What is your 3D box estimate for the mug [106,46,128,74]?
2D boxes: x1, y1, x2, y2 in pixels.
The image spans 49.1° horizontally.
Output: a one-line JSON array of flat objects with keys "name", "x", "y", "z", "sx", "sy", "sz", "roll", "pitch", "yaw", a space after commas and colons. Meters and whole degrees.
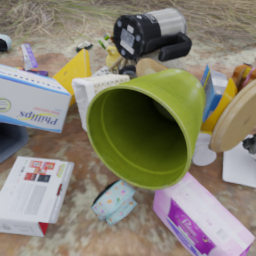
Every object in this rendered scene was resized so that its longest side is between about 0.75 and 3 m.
[{"name": "mug", "x": -0.329, "y": -3.022, "z": 12.491, "sx": 1.234, "sy": 1.503, "sz": 1.204, "roll": 20, "pitch": 40, "yaw": 31}]

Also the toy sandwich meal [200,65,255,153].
[{"name": "toy sandwich meal", "x": 2.974, "y": -0.511, "z": 7.817, "sx": 2.675, "sy": 2.675, "sz": 0.916, "roll": -29, "pitch": 52, "yaw": -26}]

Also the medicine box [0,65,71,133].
[{"name": "medicine box", "x": -3.311, "y": -1.002, "z": 8.836, "sx": 2.279, "sy": 1.288, "sz": 2.502, "roll": 12, "pitch": 13, "yaw": -31}]

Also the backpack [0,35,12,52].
[{"name": "backpack", "x": -6.548, "y": -4.286, "z": 14.087, "sx": 1.232, "sy": 1.028, "sz": 0.780, "roll": 8, "pitch": 40, "yaw": -1}]

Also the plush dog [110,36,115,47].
[{"name": "plush dog", "x": 0.209, "y": -3.626, "z": 11.564, "sx": 1.984, "sy": 1.592, "sz": 1.704, "roll": 22, "pitch": 33, "yaw": 0}]

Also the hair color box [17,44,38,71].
[{"name": "hair color box", "x": -3.648, "y": -2.542, "z": 10.127, "sx": 0.468, "sy": 0.856, "sz": 0.277, "roll": -12, "pitch": 11, "yaw": 36}]

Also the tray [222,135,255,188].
[{"name": "tray", "x": 3.709, "y": 1.014, "z": 9.158, "sx": 1.188, "sy": 0.245, "sz": 2.212, "roll": 11, "pitch": 45, "yaw": 11}]

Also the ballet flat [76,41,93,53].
[{"name": "ballet flat", "x": -2.229, "y": -4.197, "z": 14.382, "sx": 0.369, "sy": 0.371, "sz": 1.085, "roll": 32, "pitch": 53, "yaw": 29}]

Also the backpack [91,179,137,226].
[{"name": "backpack", "x": -0.341, "y": 1.957, "z": 7.484, "sx": 1.094, "sy": 1.245, "sz": 0.954, "roll": -34, "pitch": 70, "yaw": -32}]

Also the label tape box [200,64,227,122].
[{"name": "label tape box", "x": 2.799, "y": -1.109, "z": 9.231, "sx": 0.559, "sy": 1.275, "sz": 1.768, "roll": 7, "pitch": 45, "yaw": 0}]

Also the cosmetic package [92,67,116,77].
[{"name": "cosmetic package", "x": -1.284, "y": -2.041, "z": 12.114, "sx": 0.655, "sy": 0.402, "sz": 1.587, "roll": 30, "pitch": 53, "yaw": 24}]

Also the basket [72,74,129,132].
[{"name": "basket", "x": -0.784, "y": -0.790, "z": 8.969, "sx": 1.437, "sy": 1.786, "sz": 1.770, "roll": -18, "pitch": 19, "yaw": -20}]

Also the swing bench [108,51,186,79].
[{"name": "swing bench", "x": 0.623, "y": -2.182, "z": 10.482, "sx": 2.160, "sy": 2.172, "sz": 1.409, "roll": 1, "pitch": 63, "yaw": -22}]

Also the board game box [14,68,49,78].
[{"name": "board game box", "x": -4.436, "y": -1.760, "z": 11.778, "sx": 1.581, "sy": 0.542, "sz": 1.912, "roll": 7, "pitch": 45, "yaw": 9}]

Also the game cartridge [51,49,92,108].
[{"name": "game cartridge", "x": -2.315, "y": -1.690, "z": 10.900, "sx": 2.227, "sy": 0.410, "sz": 2.527, "roll": -36, "pitch": 41, "yaw": 21}]

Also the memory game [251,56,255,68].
[{"name": "memory game", "x": 4.535, "y": -1.986, "z": 9.338, "sx": 1.048, "sy": 1.048, "sz": 0.067, "roll": -15, "pitch": 7, "yaw": -15}]

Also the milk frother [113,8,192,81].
[{"name": "milk frother", "x": 0.708, "y": -2.552, "z": 9.332, "sx": 2.145, "sy": 2.280, "sz": 2.058, "roll": -25, "pitch": 76, "yaw": -36}]

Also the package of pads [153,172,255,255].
[{"name": "package of pads", "x": 1.696, "y": 2.289, "z": 6.923, "sx": 0.973, "sy": 1.549, "sz": 2.571, "roll": -27, "pitch": 50, "yaw": -24}]

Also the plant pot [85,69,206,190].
[{"name": "plant pot", "x": 0.777, "y": -0.290, "z": 7.137, "sx": 2.669, "sy": 2.669, "sz": 2.570, "roll": 23, "pitch": 40, "yaw": 22}]

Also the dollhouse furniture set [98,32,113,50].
[{"name": "dollhouse furniture set", "x": -0.652, "y": -3.442, "z": 10.644, "sx": 0.991, "sy": 0.383, "sz": 0.495, "roll": -37, "pitch": 65, "yaw": 2}]

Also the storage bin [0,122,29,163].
[{"name": "storage bin", "x": -4.661, "y": 0.251, "z": 9.137, "sx": 1.404, "sy": 1.521, "sz": 2.090, "roll": 17, "pitch": 42, "yaw": 29}]

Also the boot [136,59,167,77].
[{"name": "boot", "x": 1.313, "y": -1.558, "z": 9.437, "sx": 2.632, "sy": 0.926, "sz": 1.884, "roll": 38, "pitch": 26, "yaw": -18}]

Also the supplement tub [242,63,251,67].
[{"name": "supplement tub", "x": 5.758, "y": -2.187, "z": 11.841, "sx": 1.990, "sy": 1.064, "sz": 1.064, "roll": 20, "pitch": 48, "yaw": 19}]

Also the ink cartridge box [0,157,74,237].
[{"name": "ink cartridge box", "x": -2.523, "y": 1.885, "z": 7.839, "sx": 1.757, "sy": 0.839, "sz": 2.002, "roll": 5, "pitch": 45, "yaw": 5}]

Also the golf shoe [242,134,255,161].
[{"name": "golf shoe", "x": 4.943, "y": 0.621, "z": 9.046, "sx": 2.887, "sy": 1.122, "sz": 1.364, "roll": -14, "pitch": 67, "yaw": -29}]

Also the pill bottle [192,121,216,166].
[{"name": "pill bottle", "x": 2.290, "y": 0.330, "z": 9.323, "sx": 1.003, "sy": 1.003, "sz": 1.802, "roll": -3, "pitch": 45, "yaw": -3}]
